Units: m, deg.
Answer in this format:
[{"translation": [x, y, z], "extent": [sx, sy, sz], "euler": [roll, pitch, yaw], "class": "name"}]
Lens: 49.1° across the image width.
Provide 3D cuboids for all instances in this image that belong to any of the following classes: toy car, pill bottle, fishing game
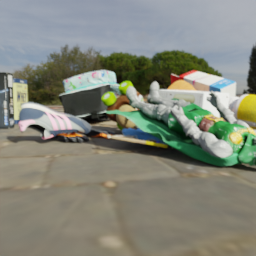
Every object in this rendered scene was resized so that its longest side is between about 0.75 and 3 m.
[{"translation": [0.083, -0.394, 7.661], "extent": [1.133, 1.180, 1.436], "euler": [-34, 34, -4], "class": "toy car"}, {"translation": [3.668, -0.438, 8.035], "extent": [0.986, 0.986, 1.773], "euler": [-4, 14, -35], "class": "pill bottle"}, {"translation": [0.654, 0.231, 5.689], "extent": [1.587, 0.345, 2.216], "euler": [8, 8, 21], "class": "fishing game"}]

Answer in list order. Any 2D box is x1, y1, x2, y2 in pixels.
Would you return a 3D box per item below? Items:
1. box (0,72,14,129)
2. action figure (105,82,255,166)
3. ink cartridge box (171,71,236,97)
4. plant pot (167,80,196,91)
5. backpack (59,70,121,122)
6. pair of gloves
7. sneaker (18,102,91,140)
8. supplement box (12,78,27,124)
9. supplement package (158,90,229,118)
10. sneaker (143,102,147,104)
[{"translation": [-4.545, -0.891, 9.178], "extent": [1.469, 1.834, 0.399], "euler": [1, 6, 2], "class": "box"}, {"translation": [1.097, -0.093, 4.577], "extent": [1.712, 0.793, 2.898], "euler": [-19, 32, -31], "class": "action figure"}, {"translation": [2.654, -1.213, 10.224], "extent": [0.804, 1.390, 2.392], "euler": [-25, 35, -25], "class": "ink cartridge box"}, {"translation": [1.919, -0.659, 9.176], "extent": [1.081, 1.545, 1.545], "euler": [30, 24, 37], "class": "plant pot"}, {"translation": [-1.304, -1.242, 11.794], "extent": [2.462, 2.088, 2.774], "euler": [-10, -4, 23], "class": "backpack"}, {"translation": [-1.103, 0.155, 6.962], "extent": [1.667, 0.206, 1.486], "euler": [-4, 7, -40], "class": "pair of gloves"}, {"translation": [-1.595, 0.006, 6.149], "extent": [1.626, 0.667, 0.570], "euler": [18, -25, -28], "class": "sneaker"}, {"translation": [-5.132, -1.081, 11.309], "extent": [1.778, 1.776, 1.193], "euler": [0, 6, 1], "class": "supplement box"}, {"translation": [1.676, -0.413, 7.415], "extent": [1.117, 1.125, 1.482], "euler": [-5, 11, -40], "class": "supplement package"}, {"translation": [0.008, -1.342, 14.543], "extent": [0.753, 1.308, 2.507], "euler": [7, -17, -40], "class": "sneaker"}]
